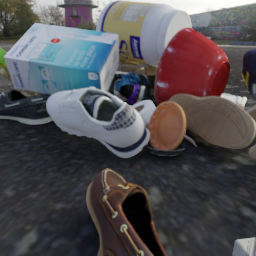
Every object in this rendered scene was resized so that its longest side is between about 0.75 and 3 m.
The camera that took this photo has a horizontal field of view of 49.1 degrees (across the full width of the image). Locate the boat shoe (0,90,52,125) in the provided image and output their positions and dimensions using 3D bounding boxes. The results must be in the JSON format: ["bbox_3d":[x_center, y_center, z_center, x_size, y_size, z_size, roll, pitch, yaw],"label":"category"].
[{"bbox_3d":[-3.268,-0.696,8.015,2.527,0.855,0.908,8,23,23],"label":"boat shoe"}]

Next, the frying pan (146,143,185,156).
[{"bbox_3d":[0.638,0.378,5.922,0.788,0.212,1.303,-3,9,-27],"label":"frying pan"}]

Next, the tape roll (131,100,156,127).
[{"bbox_3d":[0.261,-0.301,6.830,0.920,0.322,0.920,-29,21,12],"label":"tape roll"}]

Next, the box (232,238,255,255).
[{"bbox_3d":[1.347,1.550,2.074,0.514,0.617,1.502,-3,19,-7],"label":"box"}]

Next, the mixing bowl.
[{"bbox_3d":[1.922,-1.402,7.659,1.288,2.379,2.379,24,30,31],"label":"mixing bowl"}]

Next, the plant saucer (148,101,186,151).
[{"bbox_3d":[0.790,-0.011,5.607,0.192,1.028,1.028,11,11,-35],"label":"plant saucer"}]

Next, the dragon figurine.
[{"bbox_3d":[0.896,0.033,6.320,1.578,0.464,0.785,6,18,35],"label":"dragon figurine"}]

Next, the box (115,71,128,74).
[{"bbox_3d":[-0.517,-2.267,12.806,0.643,0.535,1.566,-19,27,-37],"label":"box"}]

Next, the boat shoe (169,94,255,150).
[{"bbox_3d":[1.845,-0.152,6.275,0.865,0.960,2.668,23,2,-31],"label":"boat shoe"}]

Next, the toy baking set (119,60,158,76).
[{"bbox_3d":[0.751,-2.294,10.011,2.374,0.276,1.822,-4,33,-22],"label":"toy baking set"}]

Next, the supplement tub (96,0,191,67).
[{"bbox_3d":[0.512,-3.122,9.298,2.684,1.951,1.951,22,28,33],"label":"supplement tub"}]

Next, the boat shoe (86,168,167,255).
[{"bbox_3d":[-0.004,1.007,3.176,0.702,0.701,1.993,26,16,-23],"label":"boat shoe"}]

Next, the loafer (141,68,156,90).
[{"bbox_3d":[1.264,-1.968,10.921,0.944,1.046,2.766,-35,38,-26],"label":"loafer"}]

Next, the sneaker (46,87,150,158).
[{"bbox_3d":[-0.860,-0.419,6.010,2.921,1.176,1.116,18,66,36],"label":"sneaker"}]

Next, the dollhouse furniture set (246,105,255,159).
[{"bbox_3d":[2.871,0.229,5.660,0.888,1.039,2.005,-36,4,27],"label":"dollhouse furniture set"}]

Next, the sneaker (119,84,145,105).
[{"bbox_3d":[0.063,-1.078,8.604,0.718,0.502,1.444,12,-7,-5],"label":"sneaker"}]

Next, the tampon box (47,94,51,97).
[{"bbox_3d":[-1.828,-1.702,10.073,1.579,1.330,2.107,6,21,17],"label":"tampon box"}]

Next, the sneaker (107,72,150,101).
[{"bbox_3d":[-0.264,-1.376,9.768,1.236,1.069,2.852,-14,0,36],"label":"sneaker"}]

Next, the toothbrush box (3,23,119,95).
[{"bbox_3d":[-1.740,-1.890,7.939,2.619,1.117,1.918,10,48,9],"label":"toothbrush box"}]

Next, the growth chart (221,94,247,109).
[{"bbox_3d":[3.074,-1.077,10.009,2.291,0.203,1.658,12,22,30],"label":"growth chart"}]

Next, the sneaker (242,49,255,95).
[{"bbox_3d":[3.718,-1.617,7.582,0.992,0.891,2.411,-19,-11,16],"label":"sneaker"}]

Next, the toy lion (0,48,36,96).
[{"bbox_3d":[-4.463,-2.428,9.983,2.831,0.972,2.714,30,-7,38],"label":"toy lion"}]
